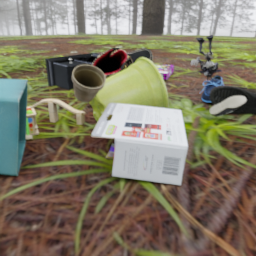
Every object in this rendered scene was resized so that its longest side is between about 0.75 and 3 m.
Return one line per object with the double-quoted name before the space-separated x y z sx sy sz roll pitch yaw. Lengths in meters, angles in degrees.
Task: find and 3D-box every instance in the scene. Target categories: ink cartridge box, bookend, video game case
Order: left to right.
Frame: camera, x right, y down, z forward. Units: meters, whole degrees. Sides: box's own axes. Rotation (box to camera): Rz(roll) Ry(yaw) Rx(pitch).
"bookend" -1.988 -2.751 13.885 2.996 1.380 2.977 -20 30 -39
"ink cartridge box" 0.303 0.253 7.022 2.079 0.993 2.368 7 23 5
"video game case" 1.402 -3.320 16.464 2.226 0.440 2.456 7 24 16

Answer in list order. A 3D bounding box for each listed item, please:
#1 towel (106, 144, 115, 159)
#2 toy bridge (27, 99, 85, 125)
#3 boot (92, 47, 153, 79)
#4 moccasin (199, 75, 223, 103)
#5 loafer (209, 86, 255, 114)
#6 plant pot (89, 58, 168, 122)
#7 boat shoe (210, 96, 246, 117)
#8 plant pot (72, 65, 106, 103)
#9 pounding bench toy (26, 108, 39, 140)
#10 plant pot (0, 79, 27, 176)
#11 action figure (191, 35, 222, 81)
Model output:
"towel" -0.214 0.629 7.454 0.614 0.097 0.855 3 23 9
"toy bridge" -2.538 -0.577 9.484 2.288 0.769 0.311 4 22 11
"boot" -0.220 -2.561 11.162 2.890 1.057 2.176 -23 0 -3
"moccasin" 3.641 -1.737 12.140 0.996 0.844 2.475 6 23 14
"loafer" 4.358 -1.020 10.486 2.676 0.977 0.954 13 20 5
"plant pot" -0.131 -0.920 9.007 2.001 2.177 2.177 -22 29 -19
"boat shoe" 3.415 -0.710 9.533 1.222 0.383 0.444 -23 53 24
"plant pot" -1.048 -1.045 7.067 0.834 0.724 0.834 12 49 -14
"pounding bench toy" -3.055 -0.136 8.431 0.601 0.754 0.967 -10 25 -22
"plant pot" -3.826 -0.168 6.512 2.629 1.858 1.857 4 21 -16
"action figure" 2.472 -2.147 8.971 0.878 1.478 0.754 9 30 45
